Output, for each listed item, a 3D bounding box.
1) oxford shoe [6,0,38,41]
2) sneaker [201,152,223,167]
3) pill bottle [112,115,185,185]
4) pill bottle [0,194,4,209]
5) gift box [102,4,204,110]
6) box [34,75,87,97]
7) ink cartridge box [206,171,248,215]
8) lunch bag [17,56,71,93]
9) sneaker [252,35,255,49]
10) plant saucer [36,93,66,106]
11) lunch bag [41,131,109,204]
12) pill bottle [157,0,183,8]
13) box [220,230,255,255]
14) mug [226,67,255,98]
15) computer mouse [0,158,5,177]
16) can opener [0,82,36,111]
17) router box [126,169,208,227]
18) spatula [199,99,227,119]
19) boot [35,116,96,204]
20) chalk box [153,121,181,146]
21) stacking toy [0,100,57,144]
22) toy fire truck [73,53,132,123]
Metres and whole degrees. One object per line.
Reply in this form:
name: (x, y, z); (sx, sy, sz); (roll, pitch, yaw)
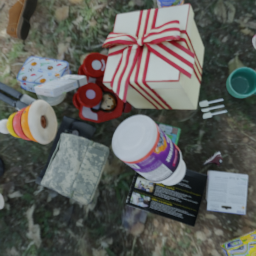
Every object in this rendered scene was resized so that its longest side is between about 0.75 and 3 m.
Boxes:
oxford shoe: (-4.504, -5.071, 11.768); (0.942, 0.943, 2.643); (15, 83, 7)
sneaker: (3.391, 1.392, 11.120); (0.907, 0.343, 0.524); (-34, 86, -5)
pill bottle: (0.780, 0.838, 8.663); (1.433, 2.573, 1.433); (-20, 50, 26)
pill bottle: (-5.448, 2.956, 10.726); (1.121, 0.671, 0.671); (-20, 82, -1)
gift box: (0.953, -1.929, 8.806); (2.734, 2.766, 2.963); (-2, 72, 26)
box: (-2.197, -1.408, 9.216); (1.366, 1.065, 0.281); (-32, 122, -41)
ink cartridge box: (3.838, 2.521, 10.962); (1.509, 0.333, 1.537); (7, 84, 1)
lunch bag: (-3.284, -2.113, 11.192); (1.954, 0.738, 1.565); (13, 59, 10)
sneaker: (5.853, -3.375, 11.636); (1.467, 0.647, 0.597); (44, 84, 6)
plant saucer: (-3.198, -1.553, 11.551); (1.251, 0.314, 1.251); (0, 81, 0)
lunch bag: (-1.471, 1.093, 7.874); (1.473, 1.224, 1.757); (22, 75, -5)
pill bottle: (1.139, -4.126, 7.988); (0.798, 1.424, 0.798); (-7, 61, 13)
box: (4.915, 4.394, 10.433); (2.607, 0.838, 0.913); (-21, 83, -4)
mug: (4.614, -1.668, 11.249); (1.131, 0.851, 1.377); (-30, 83, 4)
computer mouse: (-5.702, 1.023, 11.149); (0.654, 0.380, 2.231); (-40, 83, -4)
can opener: (-4.606, -1.218, 11.266); (2.708, 0.900, 0.713); (29, 84, 9)
router box: (1.485, 2.385, 10.789); (2.683, 0.685, 2.001); (18, 82, 3)
spatula: (3.509, -0.832, 11.564); (1.027, 0.083, 0.714); (-13, 81, -2)
boot: (-1.945, 1.219, 10.909); (2.373, 0.945, 2.880); (23, 78, 1)
chalk box: (1.269, 0.459, 10.535); (1.080, 1.736, 1.075); (16, 82, 2)
stacking toy: (-3.254, -0.085, 8.604); (1.821, 1.330, 1.330); (-7, 82, 16)
toy fire truck: (-0.845, -1.544, 11.061); (2.324, 1.552, 2.768); (11, 83, -17)
